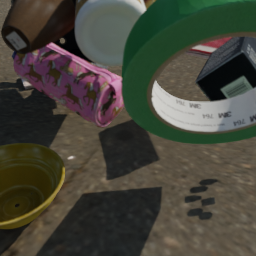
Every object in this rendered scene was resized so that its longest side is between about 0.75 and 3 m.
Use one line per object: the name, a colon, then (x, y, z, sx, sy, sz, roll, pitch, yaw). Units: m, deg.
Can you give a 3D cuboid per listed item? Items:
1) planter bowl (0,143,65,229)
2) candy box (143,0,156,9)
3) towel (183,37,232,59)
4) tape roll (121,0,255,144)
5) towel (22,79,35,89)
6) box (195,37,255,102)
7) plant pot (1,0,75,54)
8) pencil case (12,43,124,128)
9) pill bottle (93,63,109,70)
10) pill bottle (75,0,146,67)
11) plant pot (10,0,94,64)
planter bowl: (-2.524, 1.428, 6.120, 2.364, 0.985, 2.364, 0, 36, 0)
candy box: (0.790, -3.704, 8.036, 0.811, 1.675, 2.871, 26, 4, -21)
towel: (3.066, -2.975, 8.104, 2.988, 0.340, 2.152, -37, 32, -10)
tape roll: (1.167, -0.654, 3.613, 2.507, 2.507, 0.602, 1, 57, 2)
towel: (-3.720, -2.042, 11.646, 1.320, 0.213, 1.260, -14, 39, -19)
box: (2.367, -1.018, 5.717, 1.418, 1.023, 1.910, 50, 40, -9)
plant pot: (-1.730, -1.931, 5.163, 1.124, 1.124, 1.203, 12, 53, 16)
pencil case: (-1.356, -1.129, 6.494, 2.869, 1.241, 1.188, 32, 79, 23)
pill bottle: (-1.792, -2.619, 11.390, 1.455, 1.455, 2.433, 16, 39, 21)
pill bottle: (-0.337, -2.214, 5.126, 1.224, 1.224, 2.141, -4, 48, -5)
plant pot: (-2.029, -3.476, 8.897, 2.954, 2.961, 2.627, -11, 15, -17)
